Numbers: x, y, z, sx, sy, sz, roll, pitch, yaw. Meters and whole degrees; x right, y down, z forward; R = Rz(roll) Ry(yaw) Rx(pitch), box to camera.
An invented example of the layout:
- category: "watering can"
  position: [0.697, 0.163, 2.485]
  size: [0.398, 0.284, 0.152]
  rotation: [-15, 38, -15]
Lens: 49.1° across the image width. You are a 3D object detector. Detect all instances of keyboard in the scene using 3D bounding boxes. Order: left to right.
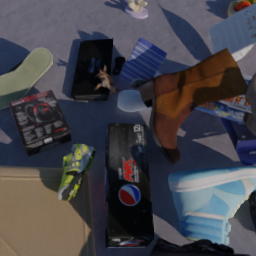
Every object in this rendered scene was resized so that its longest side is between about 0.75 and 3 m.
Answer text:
- category: "keyboard"
  position: [-0.960, -2.101, 9.827]
  size: [1.726, 0.369, 2.875]
  rotation: [-2, 56, 6]

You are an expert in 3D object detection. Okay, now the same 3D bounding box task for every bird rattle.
- category: "bird rattle"
  position: [4.968, -4.798, 11.452]
  size: [1.663, 1.149, 2.039]
  rotation: [-2, 60, 23]

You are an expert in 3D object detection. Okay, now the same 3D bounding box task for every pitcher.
- category: "pitcher"
  position: [0.272, -0.920, 8.840]
  size: [1.128, 0.684, 0.968]
  rotation: [4, 40, 3]

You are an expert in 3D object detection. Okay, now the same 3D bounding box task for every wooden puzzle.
- category: "wooden puzzle"
  position: [-2.091, 2.120, 6.435]
  size: [2.566, 0.517, 2.774]
  rotation: [7, 48, -24]

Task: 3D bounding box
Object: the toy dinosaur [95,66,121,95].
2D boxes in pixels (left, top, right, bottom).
- category: "toy dinosaur"
  position: [-0.629, -1.453, 8.864]
  size: [0.748, 0.474, 1.104]
  rotation: [15, 45, -22]

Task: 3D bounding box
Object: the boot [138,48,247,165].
- category: "boot"
  position: [1.875, -0.549, 7.575]
  size: [2.705, 0.926, 2.547]
  rotation: [-18, 70, 13]

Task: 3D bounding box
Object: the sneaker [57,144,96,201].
- category: "sneaker"
  position: [-1.398, 1.077, 7.014]
  size: [0.665, 0.656, 1.739]
  rotation: [22, 39, 2]

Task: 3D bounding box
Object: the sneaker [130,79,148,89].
- category: "sneaker"
  position: [0.472, -1.388, 8.930]
  size: [0.839, 0.338, 0.313]
  rotation: [-11, 41, -17]

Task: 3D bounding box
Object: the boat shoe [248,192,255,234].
- category: "boat shoe"
  position: [4.051, 2.174, 6.700]
  size: [2.230, 0.833, 1.034]
  rotation: [3, 65, 9]

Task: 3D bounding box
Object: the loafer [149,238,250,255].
- category: "loafer"
  position: [1.242, 2.435, 5.339]
  size: [0.972, 2.705, 0.852]
  rotation: [32, 54, -17]

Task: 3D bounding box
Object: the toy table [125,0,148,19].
- category: "toy table"
  position: [0.361, -5.100, 11.703]
  size: [1.064, 0.623, 0.978]
  rotation: [21, 58, 15]

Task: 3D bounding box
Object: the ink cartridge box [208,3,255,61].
- category: "ink cartridge box"
  position: [3.911, -3.246, 9.724]
  size: [2.023, 0.507, 1.641]
  rotation: [-21, 59, 32]

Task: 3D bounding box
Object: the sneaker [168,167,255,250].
- category: "sneaker"
  position: [2.281, 1.907, 6.747]
  size: [2.900, 1.153, 1.893]
  rotation: [-1, 82, -25]

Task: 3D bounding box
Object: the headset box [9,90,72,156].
- category: "headset box"
  position: [-2.599, -0.252, 8.239]
  size: [1.315, 0.664, 1.769]
  rotation: [-21, 63, -18]

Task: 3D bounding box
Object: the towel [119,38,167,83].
- category: "towel"
  position: [0.482, -2.067, 9.158]
  size: [1.044, 0.172, 1.442]
  rotation: [30, 103, -3]

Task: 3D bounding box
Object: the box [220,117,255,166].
- category: "box"
  position: [3.649, -0.242, 8.024]
  size: [1.783, 0.477, 2.943]
  rotation: [-6, 43, 0]

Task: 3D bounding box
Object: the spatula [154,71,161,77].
- category: "spatula"
  position: [1.373, -1.376, 9.447]
  size: [2.081, 0.167, 1.447]
  rotation: [0, 53, -2]

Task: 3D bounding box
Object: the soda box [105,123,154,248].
- category: "soda box"
  position: [-0.046, 1.340, 7.018]
  size: [1.059, 0.948, 2.992]
  rotation: [3, 55, -7]

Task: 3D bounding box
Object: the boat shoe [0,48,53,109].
- category: "boat shoe"
  position: [-3.488, -1.536, 9.086]
  size: [2.609, 0.786, 0.930]
  rotation: [-42, 104, -6]

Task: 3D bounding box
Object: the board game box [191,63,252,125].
- category: "board game box"
  position: [2.814, -1.057, 8.296]
  size: [2.716, 0.468, 1.839]
  rotation: [22, 47, 29]

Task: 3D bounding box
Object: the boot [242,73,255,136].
- category: "boot"
  position: [3.189, -0.516, 6.469]
  size: [0.525, 1.496, 1.094]
  rotation: [4, 15, -14]
